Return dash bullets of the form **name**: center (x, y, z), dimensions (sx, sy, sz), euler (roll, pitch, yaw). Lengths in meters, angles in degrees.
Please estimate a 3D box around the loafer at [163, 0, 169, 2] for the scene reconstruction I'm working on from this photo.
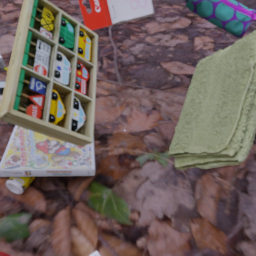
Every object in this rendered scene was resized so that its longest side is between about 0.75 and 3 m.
- **loafer**: center (1.550, -4.509, 8.826), dimensions (1.292, 0.452, 0.451), euler (-35, 41, 3)

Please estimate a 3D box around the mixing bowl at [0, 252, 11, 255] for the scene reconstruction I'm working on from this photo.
- **mixing bowl**: center (-2.902, 3.054, 5.417), dimensions (1.688, 0.914, 1.688), euler (1, 40, -1)

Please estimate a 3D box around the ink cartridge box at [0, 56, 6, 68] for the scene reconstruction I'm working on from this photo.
- **ink cartridge box**: center (-3.368, -1.569, 6.274), dimensions (0.901, 0.316, 1.109), euler (-26, 45, -21)

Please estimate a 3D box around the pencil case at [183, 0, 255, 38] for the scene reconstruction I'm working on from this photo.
- **pencil case**: center (2.727, -3.587, 8.365), dimensions (2.101, 0.971, 0.894), euler (30, 76, -1)

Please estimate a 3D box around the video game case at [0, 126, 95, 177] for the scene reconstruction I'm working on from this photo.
- **video game case**: center (-2.243, 0.469, 8.325), dimensions (2.432, 0.306, 2.672), euler (1, 32, -9)

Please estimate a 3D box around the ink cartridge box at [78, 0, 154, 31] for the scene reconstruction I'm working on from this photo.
- **ink cartridge box**: center (-0.490, -4.390, 9.186), dimensions (2.338, 1.900, 0.667), euler (-14, 11, -3)

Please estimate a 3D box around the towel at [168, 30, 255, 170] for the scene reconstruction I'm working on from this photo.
- **towel**: center (1.854, -0.493, 5.776), dimensions (0.517, 2.104, 2.836), euler (25, 72, -21)

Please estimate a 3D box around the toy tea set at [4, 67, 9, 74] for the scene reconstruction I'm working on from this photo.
- **toy tea set**: center (-4.488, -2.694, 12.116), dimensions (1.656, 0.613, 0.985), euler (10, 48, 6)

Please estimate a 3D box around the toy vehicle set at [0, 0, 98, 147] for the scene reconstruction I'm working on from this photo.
- **toy vehicle set**: center (-1.514, -1.238, 5.951), dimensions (0.391, 1.834, 2.952), euler (-23, 57, 39)

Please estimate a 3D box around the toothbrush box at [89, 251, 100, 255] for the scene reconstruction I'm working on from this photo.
- **toothbrush box**: center (-1.051, 3.161, 5.100), dimensions (1.572, 1.151, 0.671), euler (-23, 46, -26)

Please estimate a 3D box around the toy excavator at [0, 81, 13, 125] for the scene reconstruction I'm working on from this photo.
- **toy excavator**: center (-3.816, -1.306, 10.451), dimensions (2.243, 1.152, 2.306), euler (35, 39, 31)

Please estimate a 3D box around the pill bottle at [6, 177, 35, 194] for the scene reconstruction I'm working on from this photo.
- **pill bottle**: center (-2.852, 1.315, 7.702), dimensions (0.518, 0.518, 0.949), euler (14, 43, 16)
